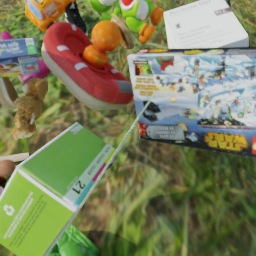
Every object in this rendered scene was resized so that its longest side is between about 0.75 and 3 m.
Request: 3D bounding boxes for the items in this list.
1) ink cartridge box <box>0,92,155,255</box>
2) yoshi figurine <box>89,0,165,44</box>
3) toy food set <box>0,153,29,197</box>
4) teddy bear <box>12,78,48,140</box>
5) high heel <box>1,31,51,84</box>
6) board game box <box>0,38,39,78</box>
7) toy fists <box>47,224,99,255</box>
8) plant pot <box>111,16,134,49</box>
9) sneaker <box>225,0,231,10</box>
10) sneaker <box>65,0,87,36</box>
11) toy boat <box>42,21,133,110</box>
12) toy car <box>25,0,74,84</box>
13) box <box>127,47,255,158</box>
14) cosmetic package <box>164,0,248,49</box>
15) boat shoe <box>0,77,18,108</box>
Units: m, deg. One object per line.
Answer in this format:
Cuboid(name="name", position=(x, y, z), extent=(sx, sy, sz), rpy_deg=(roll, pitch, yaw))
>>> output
Cuboid(name="ink cartridge box", position=(-0.864, 0.491, 4.793), extent=(1.105, 2.918, 2.157), rpy_deg=(34, 22, 1))
Cuboid(name="yoshi figurine", position=(-0.211, -3.682, 8.535), extent=(2.508, 1.404, 1.410), rpy_deg=(33, 37, -10))
Cuboid(name="toy food set", position=(-3.370, 1.406, 7.279), extent=(1.238, 0.687, 2.104), rpy_deg=(-4, 52, -3))
Cuboid(name="teddy bear", position=(-2.072, -0.391, 5.764), extent=(0.449, 1.346, 0.976), rpy_deg=(18, 19, 10))
Cuboid(name="high heel", position=(-3.028, -2.233, 8.283), extent=(0.960, 0.674, 2.002), rpy_deg=(-29, 69, -2))
Cuboid(name="board game box", position=(-2.305, -1.060, 4.574), extent=(1.607, 1.088, 0.277), rpy_deg=(-12, 89, -17))
Cuboid(name="toy fists", position=(-0.889, 3.188, 5.790), extent=(2.528, 0.869, 1.289), rpy_deg=(33, 59, 22))
Cuboid(name="plant pot", position=(-0.173, -2.307, 6.875), extent=(0.125, 0.907, 0.907), rpy_deg=(-35, 58, -6))
Cuboid(name="sneaker", position=(2.319, -3.839, 7.959), extent=(0.829, 0.694, 1.874), rpy_deg=(-23, 61, 21))
Cuboid(name="sneaker", position=(-2.316, -4.712, 11.806), extent=(0.713, 1.092, 1.951), rpy_deg=(-21, 55, -14))
Cuboid(name="toy boat", position=(-0.796, -1.754, 6.730), extent=(2.644, 1.728, 1.725), rpy_deg=(45, 25, 20))
Cuboid(name="toy car", position=(-1.826, -2.666, 7.695), extent=(1.441, 0.977, 2.937), rpy_deg=(-28, 89, 2))
Cuboid(name="box", position=(1.490, -0.537, 5.569), extent=(2.922, 2.001, 0.583), rpy_deg=(9, 33, 30))
Cuboid(name="cosmetic package", position=(1.950, -2.074, 7.270), extent=(1.565, 1.567, 1.899), rpy_deg=(-15, 53, 6))
Cuboid(name="boat shoe", position=(-3.043, -0.990, 6.337), extent=(0.641, 0.683, 1.853), rpy_deg=(-33, 55, -9))
